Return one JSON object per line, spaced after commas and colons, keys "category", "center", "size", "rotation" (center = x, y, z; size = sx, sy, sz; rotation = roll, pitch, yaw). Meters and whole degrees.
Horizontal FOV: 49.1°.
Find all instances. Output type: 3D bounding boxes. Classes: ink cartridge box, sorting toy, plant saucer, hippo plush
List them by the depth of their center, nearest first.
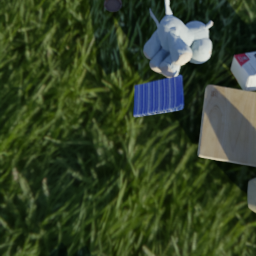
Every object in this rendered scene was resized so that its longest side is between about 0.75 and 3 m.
{"category": "sorting toy", "center": [3.918, 0.016, 10.204], "size": [2.620, 0.917, 2.635], "rotation": [10, 76, 2]}
{"category": "ink cartridge box", "center": [5.086, -2.207, 10.563], "size": [1.898, 0.813, 1.401], "rotation": [-11, 48, -1]}
{"category": "hippo plush", "center": [1.978, -3.282, 10.807], "size": [2.158, 2.137, 2.683], "rotation": [-13, 86, -32]}
{"category": "plant saucer", "center": [-0.646, -5.232, 11.908], "size": [0.760, 0.131, 0.760], "rotation": [0, 75, 1]}

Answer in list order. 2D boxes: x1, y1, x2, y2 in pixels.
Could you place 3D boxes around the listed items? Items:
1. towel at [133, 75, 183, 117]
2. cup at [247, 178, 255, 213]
{"category": "towel", "center": [1.067, -1.152, 10.153], "size": [1.907, 0.227, 1.381], "rotation": [-9, 64, 25]}
{"category": "cup", "center": [4.753, 2.291, 9.373], "size": [1.311, 1.833, 1.833], "rotation": [-1, 74, 30]}
